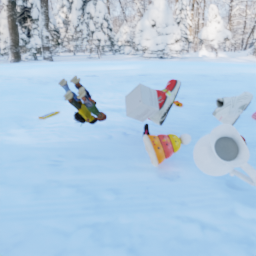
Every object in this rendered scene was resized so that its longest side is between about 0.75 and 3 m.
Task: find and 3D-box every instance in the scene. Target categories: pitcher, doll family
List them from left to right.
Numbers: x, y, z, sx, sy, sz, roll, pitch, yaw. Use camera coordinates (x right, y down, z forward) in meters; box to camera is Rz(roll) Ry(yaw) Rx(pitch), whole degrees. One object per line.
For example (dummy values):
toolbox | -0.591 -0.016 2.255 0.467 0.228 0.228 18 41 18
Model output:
doll family | -1.416 -0.765 8.751 0.944 1.390 2.406 -36 36 6
pitcher | 2.201 0.733 6.352 1.022 1.446 1.685 -34 -12 -7

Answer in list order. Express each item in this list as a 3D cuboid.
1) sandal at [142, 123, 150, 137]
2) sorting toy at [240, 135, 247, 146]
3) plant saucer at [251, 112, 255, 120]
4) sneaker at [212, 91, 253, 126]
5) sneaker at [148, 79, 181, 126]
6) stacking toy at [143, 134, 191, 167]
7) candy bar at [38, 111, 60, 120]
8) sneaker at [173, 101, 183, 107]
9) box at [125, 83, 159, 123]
sandal | 0.624 0.194 10.123 0.195 0.324 0.864 20 46 -29
sorting toy | 3.684 0.358 9.438 0.183 1.019 1.368 -41 -5 26
plant saucer | 6.662 -0.586 13.300 1.456 0.369 1.456 0 17 0
sneaker | 3.480 -0.821 9.402 0.956 0.750 1.925 37 50 18
sneaker | 1.188 -1.215 10.503 1.168 1.059 2.750 25 39 7
stacking toy | 1.196 0.472 8.254 1.371 1.001 1.001 -21 20 -3
candy bar | -3.872 -0.628 13.787 0.350 0.156 1.405 7 18 22
sneaker | 2.786 -1.368 15.891 0.316 0.299 0.820 -15 20 -21
box | 0.422 -0.788 8.993 0.723 0.844 0.840 19 -39 -33
